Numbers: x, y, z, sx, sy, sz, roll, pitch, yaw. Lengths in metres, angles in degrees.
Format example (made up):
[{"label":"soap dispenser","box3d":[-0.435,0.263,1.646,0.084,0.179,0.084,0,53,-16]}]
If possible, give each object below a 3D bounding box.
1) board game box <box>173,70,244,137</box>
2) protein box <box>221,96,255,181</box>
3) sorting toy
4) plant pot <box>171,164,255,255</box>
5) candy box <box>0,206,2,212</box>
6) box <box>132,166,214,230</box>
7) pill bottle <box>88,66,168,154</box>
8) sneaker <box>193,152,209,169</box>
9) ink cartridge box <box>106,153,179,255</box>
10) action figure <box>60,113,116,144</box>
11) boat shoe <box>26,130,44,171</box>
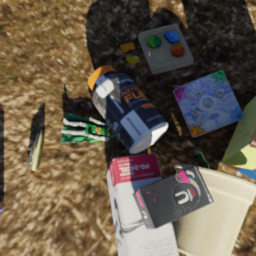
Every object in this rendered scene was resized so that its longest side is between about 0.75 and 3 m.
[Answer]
[{"label":"board game box","box3d":[2.568,-0.800,9.018,1.737,0.225,1.737,-22,79,5]},{"label":"protein box","box3d":[4.172,0.167,8.140,1.549,2.279,2.296,27,73,9]},{"label":"sorting toy","box3d":[1.014,-2.845,10.218,2.371,0.317,1.766,-16,72,-5]},{"label":"plant pot","box3d":[2.074,2.327,7.452,2.297,2.297,2.102,17,77,6]},{"label":"candy box","box3d":[-5.682,2.233,8.037,2.966,1.142,2.508,-36,74,-13]},{"label":"box","box3d":[0.974,1.562,6.284,1.485,0.788,0.908,-20,75,-16]},{"label":"pill bottle","box3d":[-0.142,-0.671,8.735,1.463,1.463,2.755,-34,71,-11]},{"label":"sneaker","box3d":[2.264,1.097,8.654,0.322,0.295,0.769,-19,50,-6]},{"label":"ink cartridge box","box3d":[0.270,2.360,7.439,1.198,2.087,2.874,-6,71,-12]},{"label":"action figure","box3d":[-1.196,0.066,9.134,1.861,0.509,1.099,6,70,-5]},{"label":"boat shoe","box3d":[-2.978,0.690,8.929,0.436,0.474,1.327,6,76,-3]}]
